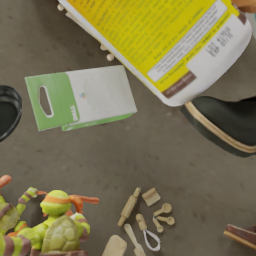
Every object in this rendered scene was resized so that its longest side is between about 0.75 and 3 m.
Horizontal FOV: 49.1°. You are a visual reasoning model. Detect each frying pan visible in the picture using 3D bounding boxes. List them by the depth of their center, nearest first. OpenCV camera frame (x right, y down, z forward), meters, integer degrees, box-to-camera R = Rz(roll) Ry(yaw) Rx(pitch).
[{"bbox_3d":[-2.302,0.092,4.945,1.399,0.376,2.313,-38,58,-8],"label":"frying pan"}]

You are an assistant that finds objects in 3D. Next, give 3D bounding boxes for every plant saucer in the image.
[{"bbox_3d":[2.485,-1.957,3.850,2.081,2.081,0.336,-17,112,-4],"label":"plant saucer"}]

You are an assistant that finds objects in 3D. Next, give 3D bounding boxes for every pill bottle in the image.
[{"bbox_3d":[0.148,-1.841,3.975,2.995,1.636,1.636,43,79,-8],"label":"pill bottle"}]

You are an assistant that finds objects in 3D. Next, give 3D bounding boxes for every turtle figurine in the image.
[{"bbox_3d":[-0.872,1.621,3.480,0.775,2.407,1.941,-2,77,20],"label":"turtle figurine"},{"bbox_3d":[-2.882,1.994,6.265,1.602,0.640,1.986,33,78,8],"label":"turtle figurine"}]

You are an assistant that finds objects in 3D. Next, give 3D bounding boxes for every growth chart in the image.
[{"bbox_3d":[-0.703,-3.242,7.808,1.791,0.219,2.474,-43,80,-10],"label":"growth chart"}]

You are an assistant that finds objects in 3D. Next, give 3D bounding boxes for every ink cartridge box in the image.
[{"bbox_3d":[-0.665,-0.406,4.017,1.441,0.427,0.748,-13,84,-26],"label":"ink cartridge box"}]

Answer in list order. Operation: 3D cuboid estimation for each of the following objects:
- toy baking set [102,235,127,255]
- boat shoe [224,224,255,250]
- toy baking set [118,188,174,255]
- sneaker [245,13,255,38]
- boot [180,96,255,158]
[{"bbox_3d":[-0.014,2.502,3.219,1.665,0.252,2.169,-44,53,19],"label":"toy baking set"},{"bbox_3d":[2.931,2.457,6.210,1.601,0.563,0.563,25,80,-2],"label":"boat shoe"},{"bbox_3d":[0.389,2.164,6.461,1.175,0.178,1.531,33,78,8],"label":"toy baking set"},{"bbox_3d":[2.735,-2.694,5.340,2.412,0.964,0.861,59,45,-26],"label":"sneaker"},{"bbox_3d":[2.107,-0.452,3.916,2.513,1.738,0.973,11,36,-34],"label":"boot"}]
